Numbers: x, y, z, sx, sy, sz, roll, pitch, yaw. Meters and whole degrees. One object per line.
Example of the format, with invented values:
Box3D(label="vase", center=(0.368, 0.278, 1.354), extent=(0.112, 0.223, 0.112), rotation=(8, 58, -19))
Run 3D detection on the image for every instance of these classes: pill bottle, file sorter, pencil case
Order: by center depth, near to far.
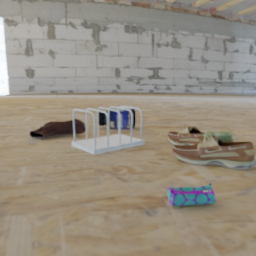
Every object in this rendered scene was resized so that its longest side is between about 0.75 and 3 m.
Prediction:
Box3D(label="pencil case", center=(1.468, 1.575, 6.564), extent=(1.069, 0.494, 0.455), rotation=(-2, 52, -5))
Box3D(label="file sorter", center=(-0.848, -0.034, 12.058), extent=(2.636, 1.641, 1.829), rotation=(-8, 14, -39))
Box3D(label="pill bottle", center=(-0.634, -0.525, 16.005), extent=(2.030, 1.135, 1.135), rotation=(0, 11, 8))
Box3D(label="file sorter", center=(-2.651, -0.407, 16.023), extent=(0.802, 0.499, 0.556), rotation=(14, 38, -27))

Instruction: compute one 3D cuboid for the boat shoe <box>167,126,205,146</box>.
Box3D(label="boat shoe", center=(2.684, 0.357, 11.890), extent=(0.956, 0.906, 2.524), rotation=(-8, 13, -37))

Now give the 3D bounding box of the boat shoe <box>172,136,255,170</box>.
Box3D(label="boat shoe", center=(2.899, 0.734, 9.647), extent=(2.761, 0.991, 1.045), rotation=(4, 11, 20))

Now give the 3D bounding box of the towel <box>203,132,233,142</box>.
Box3D(label="towel", center=(3.312, 0.599, 10.185), extent=(1.009, 1.360, 0.248), rotation=(-2, 49, 22))

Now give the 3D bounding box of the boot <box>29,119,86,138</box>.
Box3D(label="boot", center=(-3.400, 0.175, 13.745), extent=(2.308, 0.835, 1.920), rotation=(5, 21, 32))
